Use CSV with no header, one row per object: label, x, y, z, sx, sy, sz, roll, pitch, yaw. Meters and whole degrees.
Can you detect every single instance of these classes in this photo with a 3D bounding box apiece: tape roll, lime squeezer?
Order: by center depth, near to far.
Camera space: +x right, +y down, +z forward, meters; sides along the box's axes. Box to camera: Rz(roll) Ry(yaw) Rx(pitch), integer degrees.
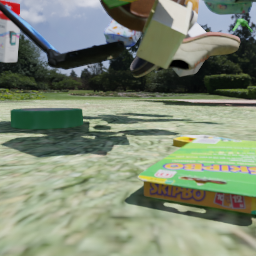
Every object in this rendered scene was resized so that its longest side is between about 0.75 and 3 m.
lime squeezer,2.946,-2.634,7.184,0.921,0.325,0.174,-12,-9,-38
tape roll,-2.459,-0.332,8.568,2.109,0.507,2.109,0,8,0

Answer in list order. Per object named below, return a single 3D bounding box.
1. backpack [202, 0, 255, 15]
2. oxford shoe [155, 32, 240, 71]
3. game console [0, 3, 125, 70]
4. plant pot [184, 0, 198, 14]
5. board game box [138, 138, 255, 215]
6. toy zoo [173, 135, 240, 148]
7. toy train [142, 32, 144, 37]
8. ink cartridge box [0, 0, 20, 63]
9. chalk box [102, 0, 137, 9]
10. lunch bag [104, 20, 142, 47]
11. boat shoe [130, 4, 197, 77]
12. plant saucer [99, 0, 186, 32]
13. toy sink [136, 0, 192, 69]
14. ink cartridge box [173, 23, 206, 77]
backpack,1.958,-2.851,5.583,1.253,0.944,1.113,-4,49,-10
oxford shoe,2.183,-2.352,9.083,2.906,1.073,1.028,-6,-16,3
game console,-1.575,-2.435,7.261,2.550,1.687,2.899,-14,12,-3
plant pot,1.425,-3.903,8.742,1.485,1.485,1.359,2,6,15
board game box,1.053,0.427,3.172,1.104,0.346,2.310,3,5,27
toy zoo,1.440,0.279,5.088,0.863,0.135,1.315,-5,9,-36
toy train,1.066,-3.952,10.375,1.787,0.761,1.018,2,45,46
ink cartridge box,-4.017,-3.045,8.739,1.048,1.804,0.607,15,18,14
chalk box,0.307,-2.740,3.730,2.127,1.323,1.317,6,-26,45
lunch bag,-0.109,-3.518,9.789,1.231,1.537,0.581,15,-30,24
boat shoe,0.816,-2.571,8.179,0.792,2.525,0.917,26,31,-39
plant saucer,0.313,-2.799,5.290,1.863,1.863,0.321,-1,9,-10
toy sink,0.634,-1.786,4.999,0.658,1.174,0.765,23,-39,-6
ink cartridge box,2.113,-3.476,11.314,0.965,2.298,1.664,-18,-29,-31
